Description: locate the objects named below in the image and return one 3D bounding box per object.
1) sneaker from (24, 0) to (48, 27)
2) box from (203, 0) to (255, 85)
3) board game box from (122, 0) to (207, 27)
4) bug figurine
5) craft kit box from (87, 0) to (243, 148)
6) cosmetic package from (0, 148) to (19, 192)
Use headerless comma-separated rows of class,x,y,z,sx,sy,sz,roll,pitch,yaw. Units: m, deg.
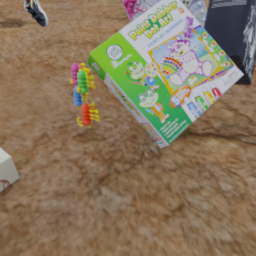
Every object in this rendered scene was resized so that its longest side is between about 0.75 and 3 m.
sneaker,-2.764,-3.437,8.224,0.406,1.035,0.411,-11,24,32
box,3.598,-3.029,9.642,1.359,2.611,2.377,11,84,32
board game box,1.600,-4.320,11.184,2.926,2.927,0.379,-20,17,21
bug figurine,-1.355,-1.006,8.151,0.543,1.638,2.112,-8,28,-17
craft kit box,1.013,-1.538,7.284,2.972,0.721,2.935,-42,88,-16
cosmetic package,-4.646,1.598,8.085,1.273,1.074,2.463,28,49,29
